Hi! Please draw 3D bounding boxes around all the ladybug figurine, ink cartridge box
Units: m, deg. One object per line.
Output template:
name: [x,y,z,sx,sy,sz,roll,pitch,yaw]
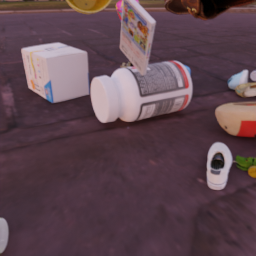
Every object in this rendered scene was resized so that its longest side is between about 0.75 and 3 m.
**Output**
ladybug figurine: [3.615,-0.236,7.563,2.414,0.868,1.638,-1,9,13]
ink cartridge box: [-2.783,-2.175,10.729,1.625,1.654,2.247,-21,33,-34]

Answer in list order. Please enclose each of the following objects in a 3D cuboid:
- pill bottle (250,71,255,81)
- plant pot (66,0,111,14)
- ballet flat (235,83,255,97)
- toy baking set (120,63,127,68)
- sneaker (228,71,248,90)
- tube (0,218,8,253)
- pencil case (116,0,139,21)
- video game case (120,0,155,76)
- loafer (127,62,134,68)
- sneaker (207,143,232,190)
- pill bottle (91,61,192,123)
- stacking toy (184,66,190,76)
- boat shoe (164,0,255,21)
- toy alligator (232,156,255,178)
pill bottle: [5.792,-2.370,12.447,0.447,0.447,0.772,23,35,38]
plant pot: [-1.401,-4.550,9.339,1.701,1.701,1.207,-7,7,-13]
ballet flat: [4.956,-1.438,10.519,1.747,0.618,0.618,-6,27,0]
toy baking set: [0.051,-3.122,14.292,1.142,0.133,0.877,18,29,30]
sneaker: [4.512,-1.998,11.536,0.713,0.643,1.741,7,22,26]
tube: [-2.989,1.780,4.347,2.061,0.535,0.598,-6,-11,0]
pencil case: [0.196,-3.279,8.917,0.750,1.698,0.750,-10,48,11]
video game case: [0.095,-1.179,3.628,0.077,0.856,0.613,-26,64,-19]
loafer: [0.502,-2.592,12.345,1.044,0.926,2.745,-4,27,-8]
sneaker: [2.049,0.703,6.233,0.548,0.532,1.502,5,32,15]
pill bottle: [0.401,-1.099,8.657,2.824,1.636,1.636,-13,30,-24]
stacking toy: [1.500,-1.648,10.688,1.077,1.018,1.856,23,46,31]
boat shoe: [1.410,-2.364,4.876,0.892,0.892,2.535,6,3,-24]
toy alligator: [2.834,0.831,6.285,1.540,0.370,0.510,14,31,26]
